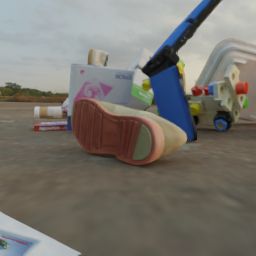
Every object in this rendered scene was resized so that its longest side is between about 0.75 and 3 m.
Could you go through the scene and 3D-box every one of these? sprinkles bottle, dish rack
[{"bbox_3d":[-3.316,-0.674,12.333,1.513,0.516,0.516,-1,5,-9],"label":"sprinkles bottle"},{"bbox_3d":[3.459,-1.182,8.273,2.819,2.419,0.614,8,39,-16],"label":"dish rack"}]

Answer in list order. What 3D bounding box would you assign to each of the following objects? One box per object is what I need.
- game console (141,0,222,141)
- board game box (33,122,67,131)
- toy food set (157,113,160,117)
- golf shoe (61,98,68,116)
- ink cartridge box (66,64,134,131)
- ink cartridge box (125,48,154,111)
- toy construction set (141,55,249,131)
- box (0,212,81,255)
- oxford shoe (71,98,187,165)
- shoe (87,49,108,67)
[{"bbox_3d":[1.201,-1.136,5.738,1.502,2.166,2.538,41,1,-8],"label":"game console"},{"bbox_3d":[-1.603,-0.054,7.357,1.669,0.162,0.859,-2,5,-20],"label":"board game box"},{"bbox_3d":[1.915,-0.524,11.484,1.505,0.370,1.521,1,5,11],"label":"toy food set"},{"bbox_3d":[-1.430,-0.536,6.831,0.319,0.404,0.878,-18,3,-37],"label":"golf shoe"},{"bbox_3d":[-0.631,-0.651,6.522,1.503,1.531,0.331,-2,16,-33],"label":"ink cartridge box"},{"bbox_3d":[0.303,-1.506,9.853,0.880,2.087,1.524,26,-28,-17],"label":"ink cartridge box"},{"bbox_3d":[1.693,-0.874,6.797,1.362,1.939,2.957,-34,28,-23],"label":"toy construction set"},{"bbox_3d":[-0.748,0.484,0.961,1.002,0.189,0.685,4,6,40],"label":"box"},{"bbox_3d":[-0.116,0.022,3.655,0.701,0.672,1.900,-3,17,-40],"label":"oxford shoe"},{"bbox_3d":[-1.084,-1.452,9.378,0.615,2.302,0.805,9,11,5],"label":"shoe"}]
